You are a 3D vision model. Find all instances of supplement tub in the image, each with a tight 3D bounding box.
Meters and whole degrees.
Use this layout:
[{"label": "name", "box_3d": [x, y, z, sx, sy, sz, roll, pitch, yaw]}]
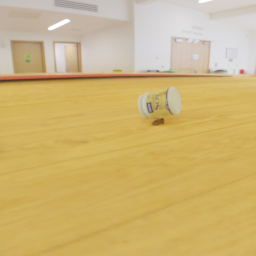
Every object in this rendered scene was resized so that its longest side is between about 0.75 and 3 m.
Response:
[{"label": "supplement tub", "box_3d": [1.449, -1.135, 13.037, 1.735, 1.262, 1.262, -8, 9, 30]}]

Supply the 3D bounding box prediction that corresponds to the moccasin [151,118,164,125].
[{"label": "moccasin", "box_3d": [1.298, -0.287, 12.118, 0.777, 0.300, 0.284, -12, 19, -38]}]
